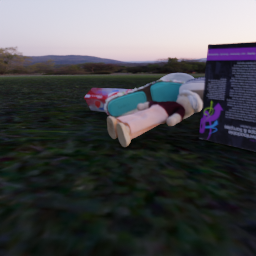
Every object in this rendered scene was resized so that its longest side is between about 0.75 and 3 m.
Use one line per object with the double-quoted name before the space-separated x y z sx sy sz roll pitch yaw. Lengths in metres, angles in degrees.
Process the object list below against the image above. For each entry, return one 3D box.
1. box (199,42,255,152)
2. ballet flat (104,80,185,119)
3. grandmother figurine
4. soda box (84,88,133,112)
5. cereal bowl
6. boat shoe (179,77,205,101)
"box" 2.204 -0.644 5.632 0.372 2.060 1.473 -5 14 -40
"ballet flat" 0.602 -0.861 8.145 2.640 0.998 0.844 -8 11 1
"grandmother figurine" 0.688 -0.296 6.268 2.301 0.697 1.396 -19 37 -24
"soda box" -0.590 -0.941 9.724 1.900 0.665 0.603 9 49 38
"cereal bowl" 1.474 -0.873 8.509 1.519 1.519 0.633 6 -20 26
"boat shoe" 2.728 -1.334 7.342 2.746 1.273 1.025 2 -18 4
